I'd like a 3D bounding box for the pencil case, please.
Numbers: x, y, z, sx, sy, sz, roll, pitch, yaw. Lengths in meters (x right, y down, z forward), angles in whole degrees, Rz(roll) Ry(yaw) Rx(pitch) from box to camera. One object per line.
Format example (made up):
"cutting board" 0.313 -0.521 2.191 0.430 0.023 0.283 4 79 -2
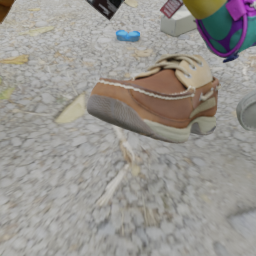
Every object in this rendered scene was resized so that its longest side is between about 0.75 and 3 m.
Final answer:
"pencil case" 2.662 -2.104 4.869 2.818 1.199 1.302 -21 10 -14

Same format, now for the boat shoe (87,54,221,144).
"boat shoe" 0.526 -0.475 3.690 1.117 1.059 2.951 18 11 25

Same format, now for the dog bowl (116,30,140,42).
"dog bowl" -0.012 -3.614 11.000 0.967 0.240 0.539 7 43 7

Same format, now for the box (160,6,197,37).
"box" 2.376 -4.530 11.650 2.103 0.719 0.864 -30 50 -29

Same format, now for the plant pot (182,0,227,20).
"plant pot" 0.942 -1.925 3.645 0.561 0.790 0.790 25 33 -29

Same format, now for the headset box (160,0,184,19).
"headset box" 1.315 -3.479 7.819 0.387 1.002 0.746 42 24 -6

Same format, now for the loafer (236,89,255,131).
"loafer" 3.110 -0.405 4.218 2.865 1.002 1.000 -15 24 32

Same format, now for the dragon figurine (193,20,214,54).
"dragon figurine" 2.401 -3.488 7.574 0.829 1.400 2.816 13 70 -1

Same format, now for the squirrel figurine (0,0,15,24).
"squirrel figurine" -3.363 -1.758 4.952 2.253 1.709 2.414 -60 22 -7

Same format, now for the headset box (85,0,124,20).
"headset box" -0.343 -3.092 5.435 0.590 1.527 1.136 20 24 -53
